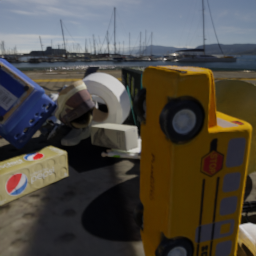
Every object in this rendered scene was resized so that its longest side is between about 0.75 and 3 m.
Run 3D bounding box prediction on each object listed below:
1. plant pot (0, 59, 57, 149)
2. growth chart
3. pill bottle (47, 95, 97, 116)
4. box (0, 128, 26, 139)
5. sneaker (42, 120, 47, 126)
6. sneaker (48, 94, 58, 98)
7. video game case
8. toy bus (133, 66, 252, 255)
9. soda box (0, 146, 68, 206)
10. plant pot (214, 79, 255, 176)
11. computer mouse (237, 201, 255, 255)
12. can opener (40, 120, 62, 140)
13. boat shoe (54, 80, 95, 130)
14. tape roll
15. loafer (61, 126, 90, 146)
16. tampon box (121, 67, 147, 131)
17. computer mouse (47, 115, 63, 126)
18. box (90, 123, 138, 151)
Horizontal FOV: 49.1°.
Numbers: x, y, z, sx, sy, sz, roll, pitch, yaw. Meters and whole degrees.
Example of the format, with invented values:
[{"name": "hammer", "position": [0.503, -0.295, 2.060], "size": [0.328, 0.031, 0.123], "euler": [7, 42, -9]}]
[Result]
[{"name": "plant pot", "position": [-3.411, -0.730, 8.101], "size": [1.856, 1.856, 1.669], "euler": [37, -14, 4]}, {"name": "growth chart", "position": [0.160, 0.555, 8.633], "size": [1.386, 0.170, 1.916], "euler": [5, 17, 16]}, {"name": "pill bottle", "position": [-2.328, -0.843, 11.663], "size": [1.871, 1.083, 1.083], "euler": [9, 18, 20]}, {"name": "box", "position": [-5.156, -0.265, 9.540], "size": [2.071, 0.599, 2.606], "euler": [27, 26, 17]}, {"name": "sneaker", "position": [-3.503, -0.556, 11.243], "size": [0.402, 0.576, 1.158], "euler": [-15, 30, -14]}, {"name": "sneaker", "position": [-2.746, -1.266, 13.373], "size": [1.148, 1.036, 2.802], "euler": [-16, 25, -41]}, {"name": "video game case", "position": [-1.446, -1.430, 13.565], "size": [2.725, 0.312, 2.480], "euler": [13, 6, -37]}, {"name": "toy bus", "position": [0.711, 0.711, 3.339], "size": [1.102, 2.815, 0.916], "euler": [-5, 17, -17]}, {"name": "soda box", "position": [-2.282, 1.020, 6.143], "size": [0.624, 0.660, 1.950], "euler": [14, 22, 39]}, {"name": "plant pot", "position": [2.266, 0.294, 6.533], "size": [2.310, 2.310, 1.640], "euler": [18, 54, 46]}, {"name": "computer mouse", "position": [2.119, 1.661, 4.237], "size": [1.246, 0.498, 2.272], "euler": [1, 16, 0]}, {"name": "can opener", "position": [-2.698, -0.011, 9.858], "size": [0.524, 0.418, 1.569], "euler": [34, 10, -14]}, {"name": "boat shoe", "position": [-1.505, -0.407, 8.260], "size": [1.034, 0.932, 2.876], "euler": [-31, -7, -20]}, {"name": "tape roll", "position": [-0.979, -0.812, 9.721], "size": [2.067, 2.067, 0.723], "euler": [7, 33, 23]}, {"name": "loafer", "position": [-1.725, 0.194, 9.226], "size": [0.524, 0.523, 1.498], "euler": [5, 17, 17]}, {"name": "tampon box", "position": [0.979, -1.247, 11.175], "size": [1.825, 2.166, 2.890], "euler": [-5, 17, -16]}, {"name": "computer mouse", "position": [-3.102, -0.382, 11.584], "size": [0.783, 0.313, 1.428], "euler": [-13, 20, -38]}, {"name": "box", "position": [-0.437, 0.242, 8.249], "size": [0.526, 0.632, 1.539], "euler": [-17, 16, -43]}]
